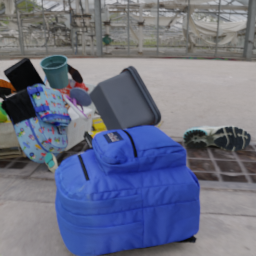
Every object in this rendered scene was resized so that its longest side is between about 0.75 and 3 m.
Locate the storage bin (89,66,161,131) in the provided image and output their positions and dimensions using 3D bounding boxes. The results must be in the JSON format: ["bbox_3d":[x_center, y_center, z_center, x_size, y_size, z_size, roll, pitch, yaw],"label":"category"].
[{"bbox_3d":[-0.240,-0.680,8.822,1.395,2.077,1.511,-23,-7,-36],"label":"storage bin"}]

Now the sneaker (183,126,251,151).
[{"bbox_3d":[3.529,0.252,11.250,2.582,1.002,1.114,4,16,11],"label":"sneaker"}]

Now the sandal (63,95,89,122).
[{"bbox_3d":[-1.775,-0.751,9.898,1.437,0.353,0.585,46,1,26],"label":"sandal"}]

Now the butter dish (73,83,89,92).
[{"bbox_3d":[-1.969,-1.632,12.132,0.556,0.753,0.751,-9,39,15],"label":"butter dish"}]

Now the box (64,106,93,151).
[{"bbox_3d":[-2.349,-0.057,11.431,0.951,1.214,1.951,17,23,17],"label":"box"}]

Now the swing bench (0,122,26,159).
[{"bbox_3d":[-4.357,0.469,9.728,1.381,0.901,1.389,-6,-23,-15],"label":"swing bench"}]

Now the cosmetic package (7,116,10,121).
[{"bbox_3d":[-4.517,-0.020,11.596,2.255,1.213,0.957,-12,18,-29],"label":"cosmetic package"}]

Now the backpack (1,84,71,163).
[{"bbox_3d":[-2.797,-0.053,9.296,1.536,2.284,2.085,-25,-12,11],"label":"backpack"}]

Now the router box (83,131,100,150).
[{"bbox_3d":[-1.122,0.564,10.691,0.854,0.292,1.145,2,32,-32],"label":"router box"}]

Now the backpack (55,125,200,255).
[{"bbox_3d":[-0.205,1.269,6.269,2.865,2.404,2.328,-9,14,-14],"label":"backpack"}]

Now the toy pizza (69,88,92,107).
[{"bbox_3d":[-1.660,-1.102,9.910,0.873,0.873,0.138,8,49,22],"label":"toy pizza"}]

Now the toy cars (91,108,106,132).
[{"bbox_3d":[-1.434,-0.584,13.767,1.173,0.579,2.617,10,27,4],"label":"toy cars"}]

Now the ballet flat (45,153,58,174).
[{"bbox_3d":[-2.240,1.049,8.267,0.328,0.328,0.944,-7,24,-21],"label":"ballet flat"}]

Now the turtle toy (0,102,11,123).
[{"bbox_3d":[-5.168,-0.674,9.469,2.016,2.766,1.398,-8,58,5],"label":"turtle toy"}]

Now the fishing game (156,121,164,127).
[{"bbox_3d":[0.640,-0.345,13.980,2.089,0.325,1.496,7,18,20],"label":"fishing game"}]

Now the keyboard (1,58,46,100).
[{"bbox_3d":[-3.707,-1.188,10.049,1.633,2.569,0.265,-43,61,-17],"label":"keyboard"}]

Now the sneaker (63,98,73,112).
[{"bbox_3d":[-2.426,-0.814,10.699,0.335,0.340,0.868,27,66,20],"label":"sneaker"}]

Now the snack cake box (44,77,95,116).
[{"bbox_3d":[-2.597,-1.452,12.763,0.878,1.504,2.615,18,6,38],"label":"snack cake box"}]

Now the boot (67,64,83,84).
[{"bbox_3d":[-2.226,-2.275,11.983,1.187,0.443,0.575,47,9,15],"label":"boot"}]

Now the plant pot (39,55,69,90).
[{"bbox_3d":[-2.551,-1.934,9.968,0.969,0.949,0.969,-2,42,2],"label":"plant pot"}]

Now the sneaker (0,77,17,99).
[{"bbox_3d":[-4.528,-1.660,10.831,2.068,0.783,0.951,-7,23,-17],"label":"sneaker"}]
